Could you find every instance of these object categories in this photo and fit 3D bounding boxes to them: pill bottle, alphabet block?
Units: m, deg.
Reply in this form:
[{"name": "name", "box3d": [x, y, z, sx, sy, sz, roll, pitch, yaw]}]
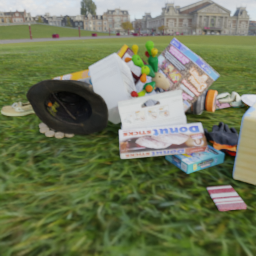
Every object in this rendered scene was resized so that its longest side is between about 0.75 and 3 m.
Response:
[{"name": "pill bottle", "box3d": [2.654, -1.374, 12.910, 2.692, 1.430, 1.430, 11, 24, 23]}, {"name": "alphabet block", "box3d": [4.160, 0.487, 7.577, 1.956, 1.921, 1.910, 14, 27, 30]}]

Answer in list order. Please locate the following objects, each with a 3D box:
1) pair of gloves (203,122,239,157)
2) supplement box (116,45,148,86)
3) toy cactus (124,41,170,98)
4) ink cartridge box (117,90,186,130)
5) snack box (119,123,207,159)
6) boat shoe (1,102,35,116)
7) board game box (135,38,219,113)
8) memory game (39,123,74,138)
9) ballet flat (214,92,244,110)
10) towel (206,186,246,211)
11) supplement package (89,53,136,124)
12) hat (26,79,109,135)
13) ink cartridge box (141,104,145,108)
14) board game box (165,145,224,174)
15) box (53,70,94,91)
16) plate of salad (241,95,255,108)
[{"name": "pair of gloves", "box3d": [2.541, 0.245, 10.260, 2.914, 0.360, 2.596, 4, 22, 11]}, {"name": "supplement box", "box3d": [-0.135, -2.536, 12.532, 1.529, 1.550, 1.029, -29, 28, 54]}, {"name": "toy cactus", "box3d": [0.675, -1.713, 9.264, 1.094, 2.139, 1.765, -17, -31, 38]}, {"name": "ink cartridge box", "box3d": [0.795, -0.222, 9.042, 2.069, 1.796, 0.451, -11, 18, 3]}, {"name": "snack box", "box3d": [1.013, 0.387, 8.489, 2.558, 0.311, 0.919, -5, 50, 0]}, {"name": "boat shoe", "box3d": [-4.696, -1.006, 12.983, 2.238, 0.704, 0.816, -5, 22, -12]}, {"name": "board game box", "box3d": [1.737, -1.772, 10.874, 1.267, 2.617, 2.086, 29, 21, -34]}, {"name": "memory game", "box3d": [-2.622, -0.051, 11.079, 1.773, 0.113, 1.773, 4, 28, -2]}, {"name": "ballet flat", "box3d": [4.971, -1.361, 13.830, 2.093, 0.745, 0.724, -7, 27, -17]}, {"name": "towel", "box3d": [2.398, 1.727, 6.912, 0.664, 0.105, 0.921, -3, 20, -3]}, {"name": "supplement package", "box3d": [-0.460, -1.375, 10.061, 1.188, 2.033, 1.192, -23, -25, 18]}, {"name": "hat", "box3d": [-1.893, -0.943, 9.643, 2.916, 2.916, 1.176, 6, 50, 15]}, {"name": "ink cartridge box", "box3d": [0.793, -1.426, 13.247, 0.912, 1.263, 0.529, -14, 23, -29]}, {"name": "board game box", "box3d": [2.064, 0.877, 8.730, 1.431, 0.336, 1.080, -12, 24, -27]}, {"name": "box", "box3d": [-2.051, -1.710, 12.602, 2.840, 1.690, 0.589, -8, 53, 22]}, {"name": "plate of salad", "box3d": [6.362, -1.150, 13.637, 1.738, 0.418, 1.738, 8, 30, -4]}]
